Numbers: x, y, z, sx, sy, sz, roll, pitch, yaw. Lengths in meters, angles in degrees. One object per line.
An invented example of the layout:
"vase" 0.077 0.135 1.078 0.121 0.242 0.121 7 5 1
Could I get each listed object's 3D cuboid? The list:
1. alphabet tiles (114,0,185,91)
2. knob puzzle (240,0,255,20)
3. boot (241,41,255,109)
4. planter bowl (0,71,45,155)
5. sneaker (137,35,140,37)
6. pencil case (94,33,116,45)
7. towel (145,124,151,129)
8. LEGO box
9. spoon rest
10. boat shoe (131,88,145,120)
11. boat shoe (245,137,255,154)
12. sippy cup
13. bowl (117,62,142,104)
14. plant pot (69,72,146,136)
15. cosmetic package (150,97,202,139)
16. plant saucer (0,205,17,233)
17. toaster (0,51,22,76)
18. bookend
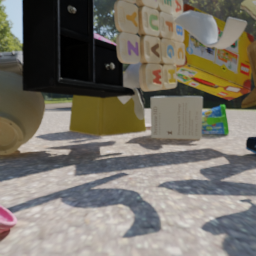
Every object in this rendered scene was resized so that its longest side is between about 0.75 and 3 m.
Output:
"alphabet tiles" 0.656 -2.355 6.391 0.217 2.975 2.910 1 9 36
"knob puzzle" 4.157 -3.295 7.832 2.267 0.314 2.267 -1 39 1
"boot" 3.747 -1.525 8.171 0.571 1.726 1.512 -8 -7 -19
"planter bowl" -3.569 -0.214 7.895 2.277 2.277 1.533 -1 40 -11
"sneaker" 0.970 -3.461 12.079 2.511 0.959 0.947 -9 40 -27
"pencil case" -1.481 -2.673 9.150 1.176 1.176 2.689 6 -7 44
"towel" 0.810 -0.063 14.919 1.301 0.220 1.362 -2 6 -25
"LEGO box" 2.670 -2.432 9.337 2.860 2.130 1.104 17 -17 -18
"spoon rest" 1.747 -2.206 6.275 1.066 0.651 2.146 7 23 -17
"boat shoe" 0.356 -0.765 8.775 0.374 1.014 0.306 -17 0 42
"boat shoe" 4.344 0.351 6.944 1.181 0.964 2.808 -5 8 -41
"sippy cup" 3.751 -0.285 12.507 1.256 1.346 1.714 -9 -38 16
"bowl" 0.281 -1.993 10.250 0.738 1.975 1.978 36 -26 -6
"plant pot" -1.036 -1.258 13.544 2.811 2.875 2.792 -6 8 -40
"cosmetic package" 2.020 -0.468 11.571 1.993 1.668 1.657 1 7 13
"plant saucer" -1.655 0.978 3.191 0.757 0.192 0.757 29 -12 7
"toaster" -3.493 -1.779 8.828 0.873 1.352 0.768 -8 45 9
"bookend" -1.203 -2.328 7.500 1.332 2.873 2.891 1 1 39
